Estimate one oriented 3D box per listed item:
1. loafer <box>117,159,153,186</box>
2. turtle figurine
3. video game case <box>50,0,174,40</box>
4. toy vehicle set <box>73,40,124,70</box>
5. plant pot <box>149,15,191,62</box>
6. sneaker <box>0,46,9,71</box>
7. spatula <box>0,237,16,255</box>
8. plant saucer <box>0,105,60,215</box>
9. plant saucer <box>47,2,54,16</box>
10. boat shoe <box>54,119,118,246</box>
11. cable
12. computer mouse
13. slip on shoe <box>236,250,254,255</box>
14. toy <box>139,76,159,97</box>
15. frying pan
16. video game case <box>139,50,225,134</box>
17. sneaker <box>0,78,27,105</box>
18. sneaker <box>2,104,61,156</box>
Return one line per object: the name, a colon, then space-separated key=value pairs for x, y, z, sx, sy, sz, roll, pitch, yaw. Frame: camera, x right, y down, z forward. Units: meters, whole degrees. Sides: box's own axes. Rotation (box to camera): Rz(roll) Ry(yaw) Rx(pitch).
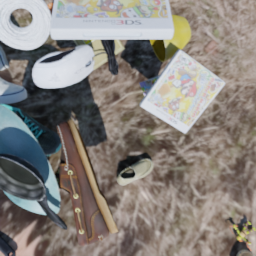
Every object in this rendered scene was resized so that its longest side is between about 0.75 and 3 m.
loafer: x=0.247 y=1.404 z=8.946 sx=1.310 sy=0.447 sz=0.496 roll=-31 pitch=70 yaw=-12
turtle figurine: x=3.458 y=3.151 z=8.308 sx=0.676 sy=0.270 sz=0.839 roll=-32 pitch=62 yaw=-21
video game case: x=-0.362 y=-2.967 z=6.227 sx=2.446 sy=0.308 sz=2.688 roll=-1 pitch=58 yaw=-3
toy vehicle set: x=-1.064 y=-2.787 z=8.162 sx=1.142 sy=0.244 sz=1.837 roll=-30 pitch=94 yaw=15
plant pot: x=1.158 y=-2.533 z=7.583 sx=0.886 sy=1.248 sz=1.248 roll=-21 pitch=69 yaw=-5
sneaker: x=-5.008 y=-2.756 z=10.719 sx=0.520 sy=0.493 sz=1.292 roll=-25 pitch=68 yaw=0
spatula: x=-4.292 y=2.980 z=8.373 sx=2.654 sy=0.273 sz=0.750 roll=36 pitch=64 yaw=13
plant saucer: x=-2.594 y=0.887 z=6.269 sx=0.548 sy=2.845 sz=2.845 roll=-30 pitch=68 yaw=-39
plant saucer: x=-3.055 y=-4.899 z=11.768 sx=0.913 sy=0.171 sz=0.913 roll=0 pitch=68 yaw=0
boat shoe: x=-1.133 y=1.170 z=6.121 sx=0.963 sy=0.964 sz=2.737 roll=-20 pitch=80 yaw=-8
cable: x=-2.886 y=-2.924 z=7.533 sx=1.582 sy=1.583 sz=0.548 roll=0 pitch=37 yaw=-25
computer mouse: x=-1.224 y=-1.606 z=7.254 sx=2.505 sy=1.374 sz=0.550 roll=-31 pitch=53 yaw=-28
slip on shoe: x=3.158 y=4.334 z=7.635 sx=0.724 sy=0.577 sz=1.904 roll=22 pitch=69 yaw=9
toy: x=0.816 y=-1.266 z=8.188 sx=0.880 sy=0.208 sz=0.507 roll=-22 pitch=79 yaw=-2
frying pan: x=-1.688 y=1.101 z=5.076 sx=2.039 sy=1.233 sz=0.332 roll=35 pitch=45 yaw=-14
video game case: x=1.304 y=-0.820 z=6.762 sx=1.447 sy=0.182 sz=1.591 roll=30 pitch=107 yaw=-19
sneaker: x=-3.806 y=-1.231 z=7.356 sx=2.484 sy=0.879 sz=0.907 roll=13 pitch=31 yaw=17
sneaker: x=-3.399 y=0.012 z=9.117 sx=2.677 sy=1.221 sz=1.039 roll=26 pitch=70 yaw=10
